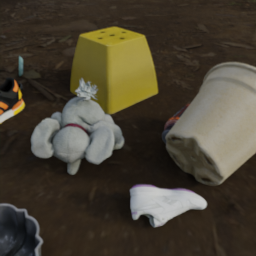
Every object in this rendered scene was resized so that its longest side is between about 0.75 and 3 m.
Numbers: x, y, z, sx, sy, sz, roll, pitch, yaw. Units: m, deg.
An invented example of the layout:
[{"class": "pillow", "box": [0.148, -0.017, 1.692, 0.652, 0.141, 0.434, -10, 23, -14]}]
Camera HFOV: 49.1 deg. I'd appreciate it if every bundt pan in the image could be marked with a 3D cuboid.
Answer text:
[{"class": "bundt pan", "box": [-2.533, 2.412, 4.829, 2.188, 0.821, 2.188, -1, 34, 0]}]

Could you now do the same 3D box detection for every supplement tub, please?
[{"class": "supplement tub", "box": [1.653, -0.053, 8.458, 0.861, 0.861, 1.610, 22, 40, 29]}]

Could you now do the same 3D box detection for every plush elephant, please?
[{"class": "plush elephant", "box": [-1.266, 0.266, 7.160, 2.038, 2.475, 1.916, 13, 54, 7]}]

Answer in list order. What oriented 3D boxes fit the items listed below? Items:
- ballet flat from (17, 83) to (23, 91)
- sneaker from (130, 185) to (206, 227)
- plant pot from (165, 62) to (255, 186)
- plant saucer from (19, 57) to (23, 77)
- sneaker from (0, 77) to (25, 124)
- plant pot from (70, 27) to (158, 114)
[{"class": "ballet flat", "box": [-4.478, -1.453, 11.061, 0.327, 0.280, 0.985, 3, 34, 5]}, {"class": "sneaker", "box": [0.860, 1.752, 6.144, 1.732, 0.648, 0.863, 7, 68, -8]}, {"class": "plant pot", "box": [2.279, 0.074, 6.999, 2.311, 2.525, 2.525, -42, 50, -21]}, {"class": "plant saucer", "box": [-4.756, -2.712, 12.421, 0.161, 0.897, 0.897, 0, 32, -19]}, {"class": "sneaker", "box": [-4.495, -0.653, 8.966, 0.994, 1.278, 2.841, 10, 35, 15]}, {"class": "plant pot", "box": [-0.575, -2.389, 10.659, 2.598, 2.292, 2.598, -27, 43, -34]}]
